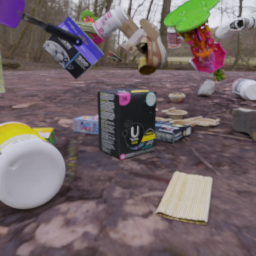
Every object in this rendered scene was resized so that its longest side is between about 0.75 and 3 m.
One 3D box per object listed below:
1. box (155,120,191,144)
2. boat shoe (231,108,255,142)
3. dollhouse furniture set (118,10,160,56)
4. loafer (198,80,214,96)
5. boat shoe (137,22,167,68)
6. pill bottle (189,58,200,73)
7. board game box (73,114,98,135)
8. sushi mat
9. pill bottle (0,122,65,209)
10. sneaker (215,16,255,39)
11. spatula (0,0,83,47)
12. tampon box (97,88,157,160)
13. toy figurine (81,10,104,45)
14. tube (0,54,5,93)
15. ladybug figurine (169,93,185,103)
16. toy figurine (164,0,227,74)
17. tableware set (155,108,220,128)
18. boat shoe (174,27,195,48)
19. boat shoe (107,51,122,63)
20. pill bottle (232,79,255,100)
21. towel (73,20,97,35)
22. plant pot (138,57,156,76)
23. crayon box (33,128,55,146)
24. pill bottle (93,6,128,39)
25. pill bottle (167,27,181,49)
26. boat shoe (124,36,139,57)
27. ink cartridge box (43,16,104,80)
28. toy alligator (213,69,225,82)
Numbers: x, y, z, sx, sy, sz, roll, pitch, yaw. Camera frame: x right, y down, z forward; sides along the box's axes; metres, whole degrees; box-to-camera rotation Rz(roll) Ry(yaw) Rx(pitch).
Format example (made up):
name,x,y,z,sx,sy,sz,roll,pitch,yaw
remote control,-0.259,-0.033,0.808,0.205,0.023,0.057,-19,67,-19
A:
name,x,y,z,sx,sy,sz,roll,pitch,yaw
box,1.147,0.094,9.492,1.558,0.358,1.239,11,18,36
boat shoe,4.433,-0.140,9.172,0.990,1.044,2.757,0,16,-7
dollhouse furniture set,0.073,-3.551,10.458,1.028,1.203,2.321,41,5,-29
loafer,5.354,-2.744,19.100,0.953,0.951,2.725,6,16,22
boat shoe,0.998,-4.095,13.599,1.050,1.108,2.926,-9,56,-11
pill bottle,3.163,-2.881,11.394,1.240,0.689,0.689,-39,5,17
board game box,-1.088,-0.175,10.225,1.651,0.510,1.652,3,15,7
sushi mat,1.152,1.293,5.457,0.863,0.109,1.804,6,16,18
pill bottle,-2.252,0.612,5.746,1.266,1.266,2.317,-9,18,-31
sneaker,4.015,-3.905,10.863,0.698,0.662,1.733,-19,7,-30
spatula,-2.000,-2.359,6.333,2.415,0.683,0.248,11,20,-47
tampon box,-0.037,-0.186,7.849,1.298,1.732,1.093,-11,18,-37
toy figurine,-1.562,-4.487,12.929,1.098,1.463,1.346,-25,50,-4
tube,-3.497,-1.545,7.343,0.365,1.258,0.327,-5,12,-19
ladybug figurine,2.803,-1.721,16.137,0.916,0.485,1.349,5,16,18
toy figurine,2.518,-2.790,9.249,1.899,2.328,2.529,-20,33,23
tableware set,2.010,-0.350,11.226,2.461,0.342,2.946,-14,20,-42
boat shoe,2.310,-3.433,10.461,1.580,0.562,0.494,36,34,-20
boat shoe,-0.619,-3.243,13.064,0.313,0.275,0.879,22,-2,43
pill bottle,7.259,-2.332,17.087,1.193,1.193,2.060,0,15,0
towel,-1.621,-4.128,11.651,2.002,0.365,1.485,4,13,-10
plant pot,0.967,-3.298,14.656,0.947,0.672,0.947,-5,-25,-3
crayon box,-3.078,0.392,8.053,1.764,0.514,1.048,-2,15,-7
pill bottle,-0.644,-3.879,10.312,1.193,0.676,0.676,-31,7,17
pill bottle,2.074,-4.174,12.608,0.601,1.052,0.601,-7,34,5
boat shoe,0.208,-4.082,13.273,0.557,0.618,1.749,-21,53,7
ink cartridge box,-1.697,-2.370,8.561,1.499,1.485,0.325,-28,22,47
toy alligator,3.353,-2.019,10.376,0.391,0.283,1.180,-6,45,18
